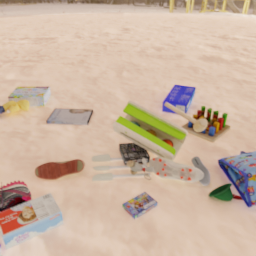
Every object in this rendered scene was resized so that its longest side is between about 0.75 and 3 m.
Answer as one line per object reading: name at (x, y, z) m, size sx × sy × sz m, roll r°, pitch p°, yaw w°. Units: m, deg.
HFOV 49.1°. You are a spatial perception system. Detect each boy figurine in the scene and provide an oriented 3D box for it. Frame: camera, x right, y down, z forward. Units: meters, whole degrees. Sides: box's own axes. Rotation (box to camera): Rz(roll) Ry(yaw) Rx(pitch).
boy figurine at (-5.798, -0.970, 13.712) m, size 1.849 × 0.596 × 1.149 m, roll -18°, pitch 27°, yaw -31°

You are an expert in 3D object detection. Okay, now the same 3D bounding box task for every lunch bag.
lunch bag at (4.194, 1.259, 9.132) m, size 1.880 × 1.175 × 2.497 m, roll -13°, pitch 17°, yaw 1°

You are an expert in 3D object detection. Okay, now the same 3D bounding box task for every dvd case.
dvd case at (-2.750, -0.556, 13.407) m, size 1.954 × 0.171 × 1.394 m, roll 2°, pitch 30°, yaw 4°

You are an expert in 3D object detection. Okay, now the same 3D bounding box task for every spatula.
spatula at (-0.286, 1.369, 10.051) m, size 2.043 × 0.164 × 1.421 m, roll -3°, pitch 28°, yaw -6°

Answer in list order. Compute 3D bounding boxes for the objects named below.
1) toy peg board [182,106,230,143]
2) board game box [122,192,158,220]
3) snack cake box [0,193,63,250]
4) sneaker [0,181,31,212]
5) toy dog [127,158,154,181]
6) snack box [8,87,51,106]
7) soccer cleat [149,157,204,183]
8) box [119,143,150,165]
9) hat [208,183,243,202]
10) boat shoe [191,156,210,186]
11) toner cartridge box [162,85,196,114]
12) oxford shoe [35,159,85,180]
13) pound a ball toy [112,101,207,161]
toy peg board at (3.444, -0.271, 12.288) m, size 1.605 × 0.785 × 1.599 m, roll 25°, pitch 38°, yaw 37°
board game box at (0.357, 2.309, 8.396) m, size 0.895 × 0.154 × 0.606 m, roll -20°, pitch 35°, yaw -31°
snack cake box at (-2.686, 2.505, 7.677) m, size 1.568 × 0.527 × 0.902 m, roll -18°, pitch 36°, yaw -27°
sneaker at (-3.833, 2.157, 7.997) m, size 2.064 × 0.832 × 0.771 m, roll -18°, pitch 37°, yaw -30°
toy dog at (0.454, 1.310, 9.527) m, size 0.989 × 0.652 × 0.476 m, roll 17°, pitch 43°, yaw 17°
snack box at (-5.209, -1.693, 14.944) m, size 1.811 × 0.613 × 1.527 m, roll -1°, pitch 29°, yaw 0°
soccer cleat at (1.575, 1.444, 9.427) m, size 1.990 × 0.690 × 0.772 m, roll 10°, pitch -2°, yaw 44°
box at (0.212, 0.943, 10.562) m, size 0.959 × 0.261 × 1.197 m, roll -5°, pitch 25°, yaw -11°
hat at (3.071, 2.218, 8.591) m, size 0.918 × 0.808 × 0.760 m, roll -34°, pitch -6°, yaw 33°
boat shoe at (2.537, 1.495, 9.555) m, size 0.458 × 0.394 × 1.271 m, roll -32°, pitch 35°, yaw 17°
toner cartridge box at (2.711, -1.527, 14.710) m, size 1.227 × 0.558 × 2.583 m, roll 12°, pitch 32°, yaw 19°
oxford shoe at (-2.324, 1.444, 9.695) m, size 1.722 × 0.609 × 0.635 m, roll -6°, pitch -5°, yaw 0°
pound a ball toy at (1.178, 0.020, 10.502) m, size 2.952 × 1.254 × 1.925 m, roll 29°, pitch 70°, yaw 15°
